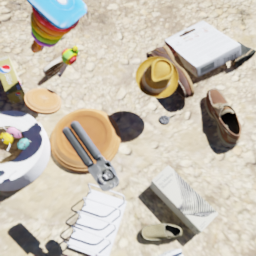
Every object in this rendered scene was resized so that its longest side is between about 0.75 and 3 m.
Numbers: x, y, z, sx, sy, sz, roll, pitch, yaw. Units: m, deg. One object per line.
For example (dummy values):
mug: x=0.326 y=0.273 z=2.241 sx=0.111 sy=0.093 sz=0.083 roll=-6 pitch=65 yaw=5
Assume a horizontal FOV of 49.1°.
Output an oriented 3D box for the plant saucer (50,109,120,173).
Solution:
plant saucer: x=-1.642 y=0.354 z=10.693 sx=2.703 sy=0.506 sz=2.703 roll=0 pitch=61 yaw=0

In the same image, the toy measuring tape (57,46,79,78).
toy measuring tape: x=-1.924 y=-1.984 z=8.519 sx=0.478 sy=1.301 sz=0.478 roll=29 pitch=36 yaw=-24

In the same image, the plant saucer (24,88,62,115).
plant saucer: x=-2.616 y=-0.856 z=8.643 sx=1.121 sy=0.181 sz=1.121 roll=13 pitch=44 yaw=-13

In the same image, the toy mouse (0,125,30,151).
toy mouse: x=-3.193 y=0.280 z=8.106 sx=0.221 sy=1.014 sz=1.141 roll=-52 pitch=57 yaw=14

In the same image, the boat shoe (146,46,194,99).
boat shoe: x=1.708 y=-2.278 z=11.837 sx=1.024 sy=1.025 sz=2.912 roll=-20 pitch=56 yaw=-12

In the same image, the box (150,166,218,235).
box: x=1.818 y=2.416 z=9.440 sx=0.918 sy=0.764 sz=2.234 roll=-40 pitch=69 yaw=-19

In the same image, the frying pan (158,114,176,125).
frying pan: x=1.600 y=-0.340 z=11.290 sx=0.750 sy=0.122 sz=0.454 roll=-6 pitch=63 yaw=0

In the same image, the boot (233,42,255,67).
boot: x=4.944 y=-3.350 z=12.701 sx=1.452 sy=0.562 sz=1.004 roll=-30 pitch=61 yaw=-29

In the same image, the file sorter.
file sorter: x=-0.993 y=2.943 z=8.904 sx=1.373 sy=1.232 sz=1.979 roll=17 pitch=63 yaw=8

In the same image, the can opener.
can opener: x=-0.893 y=0.716 z=6.995 sx=0.514 sy=0.644 sz=1.925 roll=-36 pitch=83 yaw=4

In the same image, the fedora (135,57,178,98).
fedora: x=1.067 y=-1.861 z=9.719 sx=1.668 sy=0.680 sz=1.668 roll=2 pitch=74 yaw=-8

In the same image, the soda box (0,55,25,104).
soda box: x=-4.998 y=-2.064 z=11.863 sx=0.657 sy=0.695 sz=2.054 roll=-23 pitch=65 yaw=-12

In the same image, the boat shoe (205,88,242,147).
boat shoe: x=3.789 y=-0.554 z=10.927 sx=0.977 sy=0.926 sz=2.580 roll=-13 pitch=63 yaw=-7

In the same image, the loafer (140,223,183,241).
loafer: x=1.090 y=3.350 z=9.100 sx=1.434 sy=0.484 sz=0.545 roll=-6 pitch=62 yaw=-3

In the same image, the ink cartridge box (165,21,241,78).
ink cartridge box: x=3.314 y=-3.650 z=12.754 sx=2.256 sy=0.792 sz=2.776 roll=-28 pitch=44 yaw=-5

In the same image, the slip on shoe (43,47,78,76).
slip on shoe: x=-3.066 y=-2.968 z=12.328 sx=0.573 sy=0.720 sz=1.893 roll=39 pitch=66 yaw=13

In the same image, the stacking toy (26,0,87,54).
stacking toy: x=-2.807 y=-3.427 z=9.669 sx=1.585 sy=2.889 sz=1.677 roll=41 pitch=51 yaw=-12

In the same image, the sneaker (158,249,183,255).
sneaker: x=0.861 y=4.342 z=8.482 sx=1.950 sy=0.745 sz=0.785 roll=-17 pitch=73 yaw=-7

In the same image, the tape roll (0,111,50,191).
tape roll: x=-4.326 y=0.799 z=10.168 sx=2.839 sy=0.993 sz=2.839 roll=0 pitch=62 yaw=0
